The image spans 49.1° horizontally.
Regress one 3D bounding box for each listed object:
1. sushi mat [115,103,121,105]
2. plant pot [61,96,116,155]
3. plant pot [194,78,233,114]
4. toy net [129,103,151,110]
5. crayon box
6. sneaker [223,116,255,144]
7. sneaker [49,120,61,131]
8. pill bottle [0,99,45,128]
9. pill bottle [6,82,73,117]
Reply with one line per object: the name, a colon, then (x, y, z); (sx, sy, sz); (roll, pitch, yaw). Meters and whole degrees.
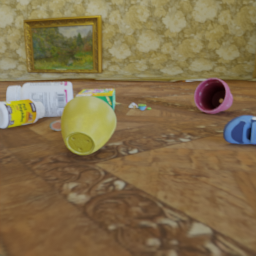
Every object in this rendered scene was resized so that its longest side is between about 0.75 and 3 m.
sushi mat: (-0.930, -1.406, 16.040); (0.667, 0.084, 1.393); (-7, 14, -22)
plant pot: (-1.105, 0.082, 7.175); (1.479, 1.479, 1.050); (1, 38, 6)
plant pot: (4.152, -1.416, 13.195); (1.610, 1.610, 1.441); (12, 2, 42)
toy net: (0.551, -1.123, 14.420); (0.716, 0.264, 1.365); (-9, 15, -34)
crayon box: (-1.561, -1.401, 14.118); (1.735, 0.851, 2.922); (-2, 14, 0)
sneaker: (3.798, 0.115, 7.883); (2.207, 0.816, 0.908); (-2, 15, -6)
sneaker: (-2.473, -0.100, 9.905); (0.387, 0.346, 0.969); (1, 7, 29)
pill bottle: (-4.048, -0.574, 10.509); (0.940, 0.940, 1.720); (10, 16, 37)
pill bottle: (-3.733, -1.208, 12.104); (2.602, 1.475, 1.475); (-2, 13, -8)
